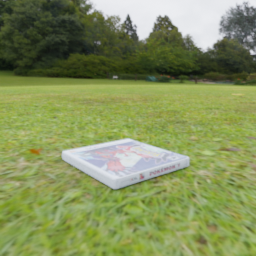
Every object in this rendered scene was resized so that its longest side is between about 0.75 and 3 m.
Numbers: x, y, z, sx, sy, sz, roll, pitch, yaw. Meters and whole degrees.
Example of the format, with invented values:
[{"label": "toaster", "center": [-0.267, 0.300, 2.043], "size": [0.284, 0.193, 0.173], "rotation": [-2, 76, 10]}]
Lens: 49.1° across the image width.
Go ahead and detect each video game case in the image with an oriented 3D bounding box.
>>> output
[{"label": "video game case", "center": [-0.148, 0.893, 8.200], "size": [2.600, 0.328, 2.853], "rotation": [-9, 15, -37]}]
